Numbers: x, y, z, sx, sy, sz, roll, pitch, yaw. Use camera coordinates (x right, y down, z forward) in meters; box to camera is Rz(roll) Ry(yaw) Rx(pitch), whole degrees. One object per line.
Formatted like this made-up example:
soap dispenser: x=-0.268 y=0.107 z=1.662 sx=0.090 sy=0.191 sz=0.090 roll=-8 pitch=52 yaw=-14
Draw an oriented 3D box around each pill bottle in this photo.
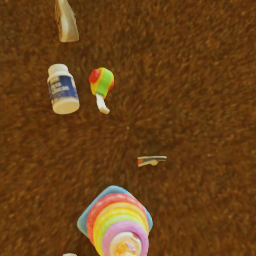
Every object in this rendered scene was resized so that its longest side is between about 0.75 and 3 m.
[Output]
pill bottle: x=-1.787 y=-1.070 z=7.593 sx=0.694 sy=0.694 sz=1.249 roll=-17 pitch=70 yaw=-2

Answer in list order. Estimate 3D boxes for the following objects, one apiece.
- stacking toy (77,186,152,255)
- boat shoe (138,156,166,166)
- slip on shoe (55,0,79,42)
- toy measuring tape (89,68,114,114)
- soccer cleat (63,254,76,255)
stacking toy: x=-0.138 y=2.410 z=6.037 sx=1.622 sy=2.795 sz=1.534 roll=45 pitch=85 yaw=-5
boat shoe: x=0.645 y=0.887 z=7.514 sx=0.779 sy=0.277 sz=0.244 roll=-5 pitch=81 yaw=11
slip on shoe: x=-1.723 y=-3.131 z=7.864 sx=0.491 sy=0.616 sz=1.622 roll=-3 pitch=66 yaw=-24
toy measuring tape: x=-0.609 y=-1.059 z=7.071 sx=0.654 sy=0.654 sz=1.778 roll=-18 pitch=38 yaw=-2
soccer cleat: x=-1.799 y=4.337 z=6.670 sx=0.892 sy=1.102 sz=2.553 roll=15 pitch=83 yaw=2
